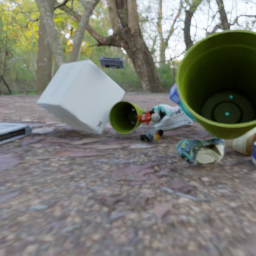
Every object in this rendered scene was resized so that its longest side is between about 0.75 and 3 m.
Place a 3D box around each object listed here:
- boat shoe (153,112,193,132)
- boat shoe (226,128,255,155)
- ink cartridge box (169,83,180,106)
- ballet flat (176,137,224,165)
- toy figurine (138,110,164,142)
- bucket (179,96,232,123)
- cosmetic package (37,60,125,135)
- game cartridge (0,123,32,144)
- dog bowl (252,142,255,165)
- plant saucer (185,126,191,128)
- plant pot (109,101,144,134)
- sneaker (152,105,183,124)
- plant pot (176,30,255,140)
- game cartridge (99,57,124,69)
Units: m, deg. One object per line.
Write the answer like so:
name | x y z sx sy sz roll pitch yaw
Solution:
boat shoe | 1.632 -0.232 10.771 0.665 0.607 1.849 3 -12 -38
boat shoe | 4.024 0.211 9.168 0.831 0.917 2.574 9 14 40
ink cartridge box | 2.452 -1.218 11.295 1.423 0.796 2.086 33 22 -1
ballet flat | 2.102 0.671 7.445 2.011 0.747 0.747 -3 9 -40
toy figurine | 0.889 -0.072 10.256 0.794 1.124 1.142 -3 9 17
bucket | 2.548 -0.997 8.801 1.815 1.815 1.181 -2 -15 -11
cosmetic package | -1.964 -1.222 11.445 2.106 2.093 2.516 39 -17 -34
game cartridge | -5.062 0.223 10.510 1.733 0.541 2.603 -2 9 14
dog bowl | 3.980 0.714 7.313 1.325 0.522 1.325 0 9 0
plant saucer | 2.126 -0.237 11.377 0.978 0.168 0.978 11 -16 3
plant pot | 0.070 -0.425 10.841 1.236 1.236 1.191 4 6 25
sneaker | 2.394 -0.635 13.599 2.055 1.142 2.937 -2 10 -7
plant pot | 2.401 -0.718 6.715 2.269 2.269 2.185 3 -18 17
game cartridge | -0.581 -2.355 10.186 0.867 0.166 0.562 5 -23 3
